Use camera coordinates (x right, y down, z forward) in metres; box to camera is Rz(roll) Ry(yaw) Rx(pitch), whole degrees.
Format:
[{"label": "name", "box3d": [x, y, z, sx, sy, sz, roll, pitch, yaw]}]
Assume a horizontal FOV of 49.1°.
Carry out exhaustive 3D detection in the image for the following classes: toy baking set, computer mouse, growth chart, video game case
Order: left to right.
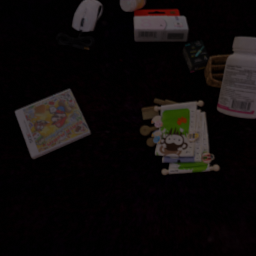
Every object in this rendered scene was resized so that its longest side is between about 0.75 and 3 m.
[{"label": "video game case", "box3d": [-2.516, -0.180, 9.286, 2.004, 0.229, 1.824, -24, 69, -10]}, {"label": "computer mouse", "box3d": [-1.722, -4.163, 10.813, 1.389, 0.556, 2.533, 12, 67, 6]}, {"label": "toy baking set", "box3d": [1.479, -0.037, 9.123, 2.372, 0.276, 1.820, 14, 66, 14]}, {"label": "growth chart", "box3d": [1.580, 0.257, 8.421, 1.839, 0.225, 2.541, -13, 57, 19]}]

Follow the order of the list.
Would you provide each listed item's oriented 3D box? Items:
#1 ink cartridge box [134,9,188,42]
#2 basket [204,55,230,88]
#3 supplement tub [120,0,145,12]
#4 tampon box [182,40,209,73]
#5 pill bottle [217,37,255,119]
[{"label": "ink cartridge box", "box3d": [1.134, -4.056, 10.436, 1.874, 0.658, 2.306, 0, 54, 0]}, {"label": "basket", "box3d": [3.331, -1.936, 9.689, 1.177, 0.877, 0.840, -3, 68, -3]}, {"label": "supplement tub", "box3d": [0.178, -4.931, 10.935, 0.663, 0.663, 0.912, 39, 49, 15]}, {"label": "tampon box", "box3d": [2.437, -2.572, 10.108, 0.671, 0.565, 0.895, -15, 71, -5]}, {"label": "pill bottle", "box3d": [3.155, -1.346, 7.535, 1.139, 1.139, 2.010, 8, 105, 3]}]
